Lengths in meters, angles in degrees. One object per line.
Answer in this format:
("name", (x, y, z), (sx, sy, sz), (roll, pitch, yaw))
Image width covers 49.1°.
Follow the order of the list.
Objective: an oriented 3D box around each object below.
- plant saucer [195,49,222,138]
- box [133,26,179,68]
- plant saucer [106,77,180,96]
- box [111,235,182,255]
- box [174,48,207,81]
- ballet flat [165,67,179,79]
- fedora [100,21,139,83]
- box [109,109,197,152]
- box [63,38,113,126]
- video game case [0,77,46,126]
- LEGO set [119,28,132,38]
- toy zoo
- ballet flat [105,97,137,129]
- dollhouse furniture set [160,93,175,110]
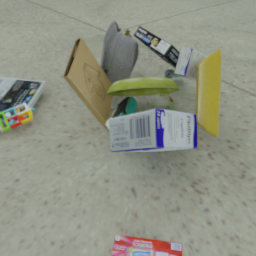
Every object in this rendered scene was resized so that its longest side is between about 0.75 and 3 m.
("plant saucer", (2.649, -1.197, 9.502), (0.642, 2.652, 2.651), (1, 10, 12))
("box", (1.563, -3.072, 11.535), (2.229, 0.554, 2.213), (25, 19, -46))
("plant saucer", (0.553, -1.557, 10.671), (2.774, 0.431, 2.774), (-2, 1, 0))
("box", (0.414, 3.112, 6.465), (1.616, 0.771, 0.806), (5, 39, 6))
("box", (2.374, -2.365, 10.543), (1.098, 1.009, 0.576), (6, 11, -45))
("ballet flat", (2.162, -2.643, 13.288), (0.564, 0.564, 1.567), (19, 20, 22))
("fedora", (-0.305, -3.127, 12.648), (1.341, 2.971, 2.627), (16, 36, 4))
("box", (0.791, 0.170, 8.632), (2.079, 1.091, 1.912), (3, -9, -44))
("box", (-1.367, -1.704, 10.675), (0.288, 2.704, 2.210), (-13, 47, 22))
("video game case", (-5.192, -1.219, 12.048), (2.472, 0.318, 2.719), (7, 46, 9))
("LEGO set", (-0.548, -6.165, 17.961), (1.649, 0.955, 1.268), (2, 39, 3))
("toy zoo", (-4.346, -0.455, 10.921), (1.451, 0.148, 0.952), (-25, 54, -17))
("ballet flat", (-0.269, -0.281, 10.576), (0.914, 0.909, 2.672), (-24, 22, 24))
("dollhouse furniture set", (1.674, -1.286, 12.111), (0.444, 0.574, 1.149), (-10, 41, 3))
